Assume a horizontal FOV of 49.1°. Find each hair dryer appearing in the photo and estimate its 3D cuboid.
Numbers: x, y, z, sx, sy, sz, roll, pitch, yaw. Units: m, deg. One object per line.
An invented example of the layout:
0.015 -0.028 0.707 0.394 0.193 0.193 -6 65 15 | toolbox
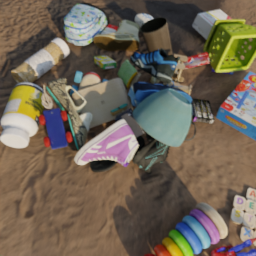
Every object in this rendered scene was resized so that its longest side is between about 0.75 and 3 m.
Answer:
1.415 -0.621 11.416 2.133 0.761 2.801 -3 62 -16 | hair dryer

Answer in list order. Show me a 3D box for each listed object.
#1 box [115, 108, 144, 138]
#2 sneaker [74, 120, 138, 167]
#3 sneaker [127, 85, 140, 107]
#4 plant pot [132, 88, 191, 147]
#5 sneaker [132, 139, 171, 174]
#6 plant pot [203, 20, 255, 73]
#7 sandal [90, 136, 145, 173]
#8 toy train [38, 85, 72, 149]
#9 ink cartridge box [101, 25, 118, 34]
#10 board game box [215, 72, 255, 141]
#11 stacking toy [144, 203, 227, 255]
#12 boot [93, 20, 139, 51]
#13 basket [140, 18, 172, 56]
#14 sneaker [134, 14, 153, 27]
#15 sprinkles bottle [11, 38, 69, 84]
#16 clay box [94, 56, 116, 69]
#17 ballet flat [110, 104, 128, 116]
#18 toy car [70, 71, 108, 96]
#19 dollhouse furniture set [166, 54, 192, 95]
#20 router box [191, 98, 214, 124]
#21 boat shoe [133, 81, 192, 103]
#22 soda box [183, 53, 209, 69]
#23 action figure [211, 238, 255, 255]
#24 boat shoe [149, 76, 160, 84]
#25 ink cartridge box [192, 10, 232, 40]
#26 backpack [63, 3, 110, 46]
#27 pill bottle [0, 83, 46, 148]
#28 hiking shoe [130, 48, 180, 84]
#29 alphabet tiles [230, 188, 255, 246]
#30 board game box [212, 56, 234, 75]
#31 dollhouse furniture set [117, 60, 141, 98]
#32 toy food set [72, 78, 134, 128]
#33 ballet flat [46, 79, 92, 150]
0.051 -0.138 10.222 0.672 1.288 0.953 -29 96 5 | box
-0.722 0.916 9.407 2.365 0.857 1.349 -36 81 23 | sneaker
0.492 -0.959 10.938 0.580 0.665 1.479 -10 62 -47 | sneaker
1.340 -0.515 9.376 1.989 1.339 1.989 29 24 -14 | plant pot
1.173 0.677 9.998 2.224 0.838 0.881 -45 81 8 | sneaker
4.497 -3.713 12.329 1.849 1.840 1.678 -10 52 -20 | plant pot
-0.446 0.816 10.236 2.263 0.542 0.851 -30 45 -17 | sandal
-2.739 -0.316 10.196 0.944 1.290 2.230 -13 84 -16 | toy train
-0.971 -4.900 14.568 0.600 0.347 1.032 21 57 15 | ink cartridge box
5.423 -0.750 11.324 2.673 0.747 2.617 34 61 22 | board game box
1.478 3.428 8.141 2.812 1.200 1.200 -31 60 -16 | stacking toy
-0.540 -4.727 14.178 2.262 0.815 1.749 4 53 0 | boot
1.370 -3.828 12.742 1.219 1.792 1.616 -10 37 17 | basket
1.055 -5.193 14.432 0.841 0.834 2.320 -15 53 -42 | sneaker
-3.966 -3.008 12.831 0.951 0.951 2.787 30 60 20 | sprinkles bottle
-1.095 -3.030 12.881 0.684 0.283 1.190 -13 33 -25 | clay box
-0.329 -0.696 10.833 0.766 0.241 0.263 -25 37 -12 | ballet flat
-1.633 -1.938 11.941 1.369 1.314 1.486 15 34 -14 | toy car
2.249 -2.059 11.894 1.029 1.358 1.549 15 61 12 | dollhouse furniture set
2.979 -0.703 11.398 0.822 0.281 1.102 8 49 -9 | router box
1.372 -1.380 10.719 2.638 1.110 0.905 12 37 -38 | boat shoe
3.011 -2.981 12.490 1.138 0.361 0.399 -9 75 23 | soda box
3.152 3.748 8.273 1.963 0.507 0.642 -16 50 -5 | action figure
1.594 -2.401 12.710 1.445 0.530 0.453 -38 77 -17 | boat shoe
4.404 -5.299 14.356 1.785 0.744 1.295 -23 63 -30 | ink cartridge box
-2.272 -5.222 14.136 1.962 1.849 2.405 24 72 9 | backpack
-4.048 -0.476 10.769 1.336 1.336 2.385 2 56 2 | pill bottle
1.080 -2.682 11.276 2.578 0.959 1.118 42 108 43 | hiking shoe
4.329 2.927 9.063 1.904 0.139 1.862 18 56 13 | alphabet tiles
4.554 -3.221 13.374 0.977 0.325 1.452 10 55 7 | board game box
-0.340 -1.838 11.477 0.816 1.626 1.065 -13 53 -44 | dollhouse furniture set
-1.000 -0.939 11.282 2.175 0.657 1.561 -20 83 -5 | toy food set
-2.027 -0.648 10.552 1.120 1.009 2.975 -27 77 -12 | ballet flat
